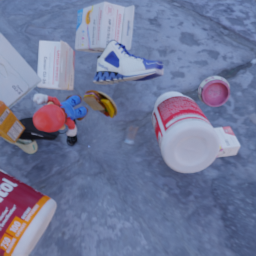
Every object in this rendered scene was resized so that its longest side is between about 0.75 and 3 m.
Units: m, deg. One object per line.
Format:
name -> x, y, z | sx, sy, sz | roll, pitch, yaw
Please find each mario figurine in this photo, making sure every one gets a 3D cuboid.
mario figurine -> -1.811, -0.323, 7.097 | 1.108, 0.951, 1.795 | 29, 23, 11

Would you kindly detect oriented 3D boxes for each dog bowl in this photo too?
dog bowl -> 2.980, -1.209, 9.638 | 1.102, 1.102, 0.406 | 3, 25, 3

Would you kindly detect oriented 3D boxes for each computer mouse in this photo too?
computer mouse -> -3.228, -0.241, 11.067 | 2.558, 0.589, 1.796 | 9, 43, -15

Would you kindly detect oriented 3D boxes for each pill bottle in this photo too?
pill bottle -> -2.987, 1.604, 5.925 | 2.596, 1.466, 1.466 | 29, 52, 1
pill bottle -> 1.553, -0.048, 8.395 | 1.550, 1.550, 2.762 | -3, 29, -3

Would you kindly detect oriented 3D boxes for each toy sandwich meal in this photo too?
toy sandwich meal -> -0.807, -0.643, 8.157 | 1.109, 1.109, 0.380 | 26, 60, 21

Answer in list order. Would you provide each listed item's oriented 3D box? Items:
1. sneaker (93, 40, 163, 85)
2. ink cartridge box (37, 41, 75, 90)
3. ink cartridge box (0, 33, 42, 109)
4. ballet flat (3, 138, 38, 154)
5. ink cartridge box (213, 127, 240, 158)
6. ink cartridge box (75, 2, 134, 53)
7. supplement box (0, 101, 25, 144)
sneaker -> -0.107, -2.097, 8.649 | 2.266, 1.309, 0.915 | -2, 2, 24
ink cartridge box -> -2.577, -2.182, 10.051 | 0.916, 1.580, 2.713 | 4, 6, -3
ink cartridge box -> -4.362, -1.529, 8.865 | 2.002, 2.012, 2.768 | -46, 21, -19
ballet flat -> -4.276, 0.375, 10.923 | 1.851, 0.643, 0.643 | 24, 53, 21
ink cartridge box -> 3.200, 0.586, 10.739 | 1.756, 0.592, 1.022 | -6, 49, -7
ink cartridge box -> -1.010, -3.844, 10.902 | 0.967, 1.640, 2.849 | -1, 11, -36
supplement box -> -2.927, -0.165, 6.429 | 0.523, 1.572, 0.541 | 26, 68, 6
